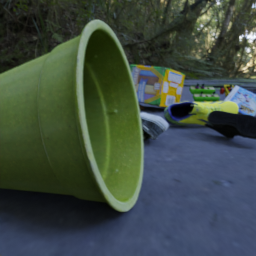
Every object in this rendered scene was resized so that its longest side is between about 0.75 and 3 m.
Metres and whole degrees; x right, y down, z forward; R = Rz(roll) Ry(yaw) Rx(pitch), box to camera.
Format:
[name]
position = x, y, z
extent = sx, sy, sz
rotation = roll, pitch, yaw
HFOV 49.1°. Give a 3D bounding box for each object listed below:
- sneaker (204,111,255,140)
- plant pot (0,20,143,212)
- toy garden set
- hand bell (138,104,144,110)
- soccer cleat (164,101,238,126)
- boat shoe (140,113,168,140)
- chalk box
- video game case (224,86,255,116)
[sneaker]
position = 3.020, -0.030, 7.979
extent = 1.979, 0.594, 1.032
rotation = 21, -8, 38
[plant pot]
position = -1.331, 0.011, 4.497
extent = 2.596, 2.734, 2.734
rotation = -9, 10, 16
[toy garden set]
position = 3.925, -1.229, 11.950
extent = 2.069, 0.495, 2.482
rotation = 0, 36, -4
[hand bell]
position = -0.151, -1.172, 13.706
extent = 1.923, 1.001, 1.001
rotation = 10, 11, -8
[soccer cleat]
position = 2.523, -0.534, 9.631
extent = 2.579, 0.834, 1.079
rotation = -5, -17, 6
[boat shoe]
position = 0.486, -0.010, 8.128
extent = 0.662, 0.673, 1.867
rotation = -46, 10, -11
[chalk box]
position = 1.041, -2.095, 14.029
extent = 2.906, 1.799, 1.808
rotation = 17, 11, 39
[video game case]
position = 4.577, -0.990, 11.171
extent = 1.266, 0.288, 1.148
rotation = 32, 67, 25
